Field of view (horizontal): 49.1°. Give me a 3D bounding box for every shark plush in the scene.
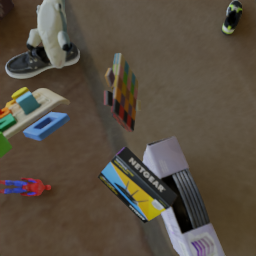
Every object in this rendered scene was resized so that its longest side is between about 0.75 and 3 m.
[{"bbox_3d":[-1.644,-2.386,6.110,0.931,0.853,2.048,-6,91,14],"label":"shark plush"}]

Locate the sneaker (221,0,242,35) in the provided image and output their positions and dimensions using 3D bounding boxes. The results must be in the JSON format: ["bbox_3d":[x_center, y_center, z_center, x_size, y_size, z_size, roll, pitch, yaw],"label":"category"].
[{"bbox_3d":[3.359,-3.551,8.830,0.471,0.544,1.313,19,76,5],"label":"sneaker"}]

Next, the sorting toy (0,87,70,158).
[{"bbox_3d":[-1.898,-0.269,4.596,1.585,2.816,0.384,-33,117,-17],"label":"sorting toy"}]

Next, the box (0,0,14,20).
[{"bbox_3d":[-4.664,-3.609,8.773,0.967,0.723,1.930,35,80,9],"label":"box"}]

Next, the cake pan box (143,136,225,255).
[{"bbox_3d":[1.056,1.629,6.353,0.704,2.691,2.478,-21,75,-4],"label":"cake pan box"}]

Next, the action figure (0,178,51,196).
[{"bbox_3d":[-2.840,1.593,7.570,1.476,0.382,0.483,3,81,-4],"label":"action figure"}]

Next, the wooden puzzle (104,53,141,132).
[{"bbox_3d":[-0.065,-0.581,4.874,0.123,1.750,1.038,0,71,19],"label":"wooden puzzle"}]

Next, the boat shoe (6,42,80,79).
[{"bbox_3d":[-2.585,-2.088,8.334,2.261,0.749,0.791,-11,75,-3],"label":"boat shoe"}]

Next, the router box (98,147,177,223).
[{"bbox_3d":[0.099,0.798,3.848,0.953,0.711,0.243,43,47,5],"label":"router box"}]
